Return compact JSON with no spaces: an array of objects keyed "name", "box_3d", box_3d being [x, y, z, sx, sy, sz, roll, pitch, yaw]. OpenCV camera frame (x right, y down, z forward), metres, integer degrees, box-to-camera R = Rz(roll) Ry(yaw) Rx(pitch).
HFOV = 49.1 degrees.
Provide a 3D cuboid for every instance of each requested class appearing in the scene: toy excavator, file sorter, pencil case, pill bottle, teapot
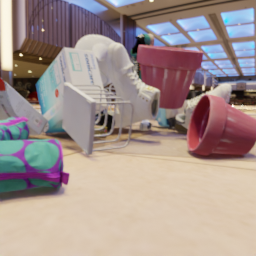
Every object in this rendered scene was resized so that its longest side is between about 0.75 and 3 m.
[{"name":"toy excavator","box_3d":[1.424,-0.588,12.129,2.859,1.469,2.941,-1,-7,-25]},{"name":"file sorter","box_3d":[-0.328,-0.873,10.771,1.473,1.322,2.123,4,-11,-31]},{"name":"file sorter","box_3d":[-0.776,-0.300,6.615,1.062,1.183,1.705,-5,23,-31]},{"name":"pencil case","box_3d":[-2.929,0.143,6.428,0.750,0.814,1.762,31,6,-1]},{"name":"file sorter","box_3d":[-2.860,-0.277,10.515,1.314,0.818,0.912,5,8,38]},{"name":"pill bottle","box_3d":[-0.920,-0.134,9.811,0.609,0.609,1.088,-3,-5,-25]},{"name":"teapot","box_3d":[-1.228,-2.298,10.724,2.175,1.609,2.203,2,-25,36]},{"name":"pencil case","box_3d":[-1.653,0.517,3.514,1.671,0.711,0.772,-2,20,-28]}]

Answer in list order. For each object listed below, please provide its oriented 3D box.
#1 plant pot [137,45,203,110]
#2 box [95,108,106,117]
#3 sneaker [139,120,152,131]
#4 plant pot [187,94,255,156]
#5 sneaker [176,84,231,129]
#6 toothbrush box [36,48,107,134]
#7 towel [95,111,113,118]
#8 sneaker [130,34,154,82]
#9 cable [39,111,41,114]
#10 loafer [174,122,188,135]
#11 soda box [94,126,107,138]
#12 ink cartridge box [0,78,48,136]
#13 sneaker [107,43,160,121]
[{"name":"plant pot","box_3d":[1.322,-1.730,9.529,2.153,1.927,2.153,4,18,-1]},{"name":"box","box_3d":[-1.318,-0.920,10.691,0.825,1.037,0.239,-13,-6,15]},{"name":"sneaker","box_3d":[0.741,-0.096,11.074,0.422,0.436,1.193,11,17,11]},{"name":"plant pot","box_3d":[2.070,0.038,6.127,1.188,1.328,1.328,15,5,-5]},{"name":"sneaker","box_3d":[2.084,-0.558,7.829,0.823,0.781,2.045,31,-38,0]},{"name":"toothbrush box","box_3d":[-1.888,-1.062,8.897,1.074,1.844,2.519,-4,-14,-39]},{"name":"towel","box_3d":[-1.895,-0.805,17.227,1.878,0.462,2.531,2,5,12]},{"name":"sneaker","box_3d":[0.373,-2.618,10.722,0.789,1.975,0.705,-11,37,-34]},{"name":"cable","box_3d":[-5.202,-0.701,16.024,1.416,0.490,1.416,1,6,5]},{"name":"loafer","box_3d":[2.517,-0.108,9.538,2.022,0.682,0.769,5,8,37]},{"name":"soda box","box_3d":[-1.095,0.108,9.171,0.315,0.334,0.985,-5,7,-38]},{"name":"ink cartridge box","box_3d":[-3.968,-0.751,8.076,2.178,0.764,2.679,0,-32,35]},{"name":"sneaker","box_3d":[0.255,-1.246,7.722,1.311,2.269,0.836,8,36,37]}]
